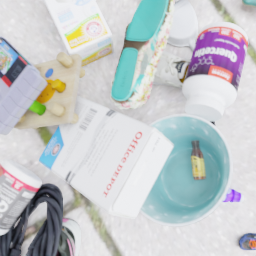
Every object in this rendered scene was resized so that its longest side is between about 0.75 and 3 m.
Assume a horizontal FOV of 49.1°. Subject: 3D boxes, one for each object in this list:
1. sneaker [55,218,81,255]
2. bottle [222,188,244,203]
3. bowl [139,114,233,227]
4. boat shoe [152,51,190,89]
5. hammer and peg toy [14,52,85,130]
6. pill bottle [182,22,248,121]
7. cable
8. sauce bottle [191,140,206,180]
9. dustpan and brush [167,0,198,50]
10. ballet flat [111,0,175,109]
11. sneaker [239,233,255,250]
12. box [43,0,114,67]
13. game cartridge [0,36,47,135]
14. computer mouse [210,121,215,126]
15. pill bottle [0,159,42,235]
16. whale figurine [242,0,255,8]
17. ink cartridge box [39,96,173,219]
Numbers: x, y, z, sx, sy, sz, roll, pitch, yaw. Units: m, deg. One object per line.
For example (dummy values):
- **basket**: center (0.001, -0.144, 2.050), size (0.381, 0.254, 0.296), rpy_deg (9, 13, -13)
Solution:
- **sneaker**: center (-1.735, 3.496, 5.930), size (1.162, 1.249, 2.893), rpy_deg (1, 83, 2)
- **bottle**: center (2.228, 1.552, 6.620), size (0.951, 0.397, 0.310), rpy_deg (12, 125, 3)
- **bowl**: center (1.174, 0.970, 6.056), size (2.273, 1.189, 2.273), rpy_deg (-12, 64, 26)
- **boat shoe**: center (1.190, -1.375, 6.768), size (2.500, 0.873, 0.886), rpy_deg (23, 83, 3)
- **hammer and peg toy**: center (-2.064, -0.791, 6.287), size (2.245, 0.792, 1.652), rpy_deg (-5, 68, 28)
- **pill bottle**: center (1.809, -1.164, 5.917), size (1.091, 1.091, 1.940), rpy_deg (18, 72, 2)
- **cable**: center (-2.147, 2.406, 5.741), size (0.677, 2.175, 2.666), rpy_deg (34, 73, -29)
- **sauce bottle**: center (1.508, 0.703, 6.113), size (0.281, 0.281, 0.851), rpy_deg (-5, 79, -1)
- **dustpan and brush**: center (1.487, -2.370, 7.185), size (1.120, 0.459, 1.605), rpy_deg (-35, 77, 0)
- **ballet flat**: center (0.372, -1.724, 6.339), size (1.070, 0.905, 2.830), rpy_deg (23, 92, 34)
- **sneaker**: center (3.077, 2.643, 6.472), size (1.016, 0.398, 0.383), rpy_deg (-8, 81, -1)
- **box**: center (-1.242, -2.648, 6.865), size (1.109, 0.999, 1.972), rpy_deg (-25, 83, -4)
- **game cartridge**: center (-2.760, -1.051, 5.997), size (2.219, 0.426, 1.438), rpy_deg (41, 98, 31)
- **computer mouse**: center (1.726, 0.607, 6.803), size (0.582, 0.338, 1.985), rpy_deg (14, 80, 21)
- **pill bottle**: center (-2.673, 1.582, 5.802), size (0.948, 0.948, 1.713), rpy_deg (33, 80, 4)
- **whale figurine**: center (3.763, -4.049, 6.939), size (1.896, 1.237, 2.384), rpy_deg (28, 82, 3)
- **ink cartridge box**: center (-0.524, 0.528, 5.894), size (2.349, 1.008, 1.720), rpy_deg (25, 82, 37)
